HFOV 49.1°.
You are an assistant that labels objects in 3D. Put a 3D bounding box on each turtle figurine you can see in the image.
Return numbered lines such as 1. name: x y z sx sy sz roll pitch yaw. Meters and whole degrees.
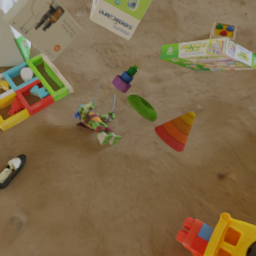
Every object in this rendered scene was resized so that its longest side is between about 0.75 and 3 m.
1. turtle figurine: -0.646 -0.322 7.336 1.433 1.031 1.389 -31 69 -13

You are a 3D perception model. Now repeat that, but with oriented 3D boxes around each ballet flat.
1. ballet flat: -2.889 1.043 6.936 0.346 0.348 1.017 21 62 13

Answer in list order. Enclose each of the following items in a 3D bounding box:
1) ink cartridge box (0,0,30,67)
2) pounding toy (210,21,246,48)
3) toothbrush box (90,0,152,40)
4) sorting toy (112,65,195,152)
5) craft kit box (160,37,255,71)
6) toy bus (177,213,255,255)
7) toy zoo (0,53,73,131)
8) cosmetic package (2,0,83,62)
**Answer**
1. ink cartridge box: -3.847 -3.653 8.615 1.210 2.101 2.879 -5 59 -1
2. pounding toy: 3.257 -2.843 9.039 1.185 0.542 1.041 14 61 8
3. toothbrush box: 0.134 -3.542 6.235 1.057 2.455 1.787 23 34 -21
4. sorting toy: 0.508 -0.473 5.097 0.667 0.672 1.938 -49 67 18
5. craft kit box: 1.588 -1.386 5.476 1.382 1.365 0.335 9 92 46
6. toy bus: 1.846 2.791 5.416 2.111 1.492 2.199 21 65 27
7. toy zoo: -3.192 -1.032 8.162 2.630 0.269 1.726 -34 66 -18
8. cosmetic package: -1.869 -2.360 6.345 1.103 1.463 0.378 -44 58 4
